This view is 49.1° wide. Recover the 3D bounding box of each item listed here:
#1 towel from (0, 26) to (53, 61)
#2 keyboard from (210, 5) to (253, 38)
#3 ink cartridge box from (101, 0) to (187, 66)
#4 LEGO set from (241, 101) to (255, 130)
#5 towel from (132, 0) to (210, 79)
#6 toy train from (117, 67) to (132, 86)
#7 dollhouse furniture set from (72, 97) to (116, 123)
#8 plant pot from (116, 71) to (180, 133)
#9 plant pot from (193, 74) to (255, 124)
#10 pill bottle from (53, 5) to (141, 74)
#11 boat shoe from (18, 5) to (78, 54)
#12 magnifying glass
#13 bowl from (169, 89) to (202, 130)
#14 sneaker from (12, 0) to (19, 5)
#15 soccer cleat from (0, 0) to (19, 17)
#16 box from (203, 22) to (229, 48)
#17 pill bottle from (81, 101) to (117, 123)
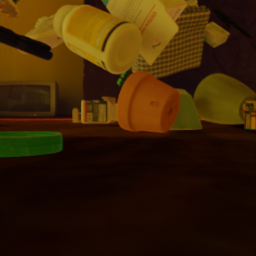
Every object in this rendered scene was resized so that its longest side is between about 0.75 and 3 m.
[{"bbox_3d":[-3.197,-2.493,7.925,1.382,0.464,1.871,27,9,36],"label":"towel"},{"bbox_3d":[3.016,-3.095,8.362,1.515,0.300,0.789,26,28,-24],"label":"keyboard"},{"bbox_3d":[0.449,-3.230,7.461,0.914,2.693,1.550,-28,-10,-34],"label":"ink cartridge box"},{"bbox_3d":[4.635,-0.840,8.157,2.295,1.729,2.985,2,3,44],"label":"LEGO set"},{"bbox_3d":[1.606,-3.309,10.703,2.984,2.471,1.277,-16,38,-15],"label":"towel"},{"bbox_3d":[-0.138,-1.853,9.831,0.175,0.837,0.236,17,19,-39],"label":"toy train"},{"bbox_3d":[-1.850,-1.014,16.041,2.133,1.417,1.869,1,3,26],"label":"dollhouse furniture set"},{"bbox_3d":[0.531,-0.487,6.340,0.988,1.411,1.411,21,12,28],"label":"plant pot"},{"bbox_3d":[4.553,-1.090,12.316,2.345,2.345,2.506,-1,16,-18],"label":"plant pot"},{"bbox_3d":[-0.853,-2.354,7.151,2.245,1.257,1.257,34,19,27],"label":"pill bottle"},{"bbox_3d":[-2.952,-3.768,10.610,2.833,0.970,1.020,-28,-12,2],"label":"boat shoe"},{"bbox_3d":[-1.740,0.149,2.595,2.266,0.254,0.902,-2,3,-30],"label":"magnifying glass"},{"bbox_3d":[1.057,-0.530,8.234,2.157,1.128,2.157,-1,2,0],"label":"bowl"},{"bbox_3d":[-3.670,-3.981,8.350,0.561,0.675,1.414,17,13,-46],"label":"sneaker"},{"bbox_3d":[-3.525,-3.614,7.627,0.476,0.532,1.372,-20,-31,20],"label":"soccer cleat"},{"bbox_3d":[3.446,-3.773,11.317,0.801,0.907,0.439,-33,-25,-27],"label":"box"},{"bbox_3d":[-1.401,-0.814,14.361,1.965,1.175,1.175,0,2,-10],"label":"pill bottle"}]
